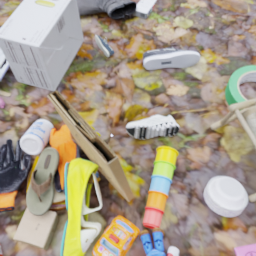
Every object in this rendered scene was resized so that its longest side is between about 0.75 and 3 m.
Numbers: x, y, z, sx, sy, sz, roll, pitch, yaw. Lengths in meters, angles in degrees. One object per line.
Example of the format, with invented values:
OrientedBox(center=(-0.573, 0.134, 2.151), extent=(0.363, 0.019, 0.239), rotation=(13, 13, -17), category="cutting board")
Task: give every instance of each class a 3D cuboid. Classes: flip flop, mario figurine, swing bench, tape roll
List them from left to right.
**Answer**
OrientedBox(center=(-2.306, 1.392, 7.525), extent=(0.748, 0.531, 1.844), rotation=(9, 72, 7), category="flip flop")
OrientedBox(center=(0.723, 3.514, 7.118), extent=(0.889, 1.036, 1.678), rotation=(24, 42, -33), category="mario figurine")
OrientedBox(center=(4.654, -1.231, 9.992), extent=(2.241, 0.539, 2.241), rotation=(0, 58, 0), category="tape roll")
OrientedBox(center=(4.297, 0.353, 8.030), extent=(2.621, 1.700, 2.607), rotation=(-21, 73, -12), category="swing bench")

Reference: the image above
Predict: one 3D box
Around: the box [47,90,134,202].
OrientedBox(center=(-0.860, 0.626, 7.331), extent=(0.315, 2.958, 2.418), rotation=(-38, 62, -14), category="box")

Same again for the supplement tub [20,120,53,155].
OrientedBox(center=(-2.816, 0.280, 8.725), extent=(0.717, 0.717, 1.087), rotation=(5, 30, 3), category="supplement tub")

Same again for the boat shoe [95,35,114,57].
OrientedBox(center=(-0.962, -3.367, 11.370), extent=(0.360, 0.436, 1.165), rotation=(-29, 64, -15), category="boat shoe")

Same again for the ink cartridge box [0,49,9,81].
OrientedBox(center=(-5.195, -2.605, 10.602), extent=(2.043, 0.415, 2.039), rotation=(23, 79, 14), category="ink cartridge box")

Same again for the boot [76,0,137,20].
OrientedBox(center=(-1.177, -5.253, 12.104), extent=(2.814, 0.982, 1.853), rotation=(-29, 55, -15), category="boot")

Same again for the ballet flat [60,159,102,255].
OrientedBox(center=(-1.153, 2.231, 7.104), extent=(0.965, 0.962, 2.879), rotation=(1, 84, 4), category="ballet flat")

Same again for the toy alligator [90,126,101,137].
OrientedBox(center=(-1.090, 0.374, 8.993), extent=(0.421, 0.386, 1.421), rotation=(-47, 71, 8), category="toy alligator")

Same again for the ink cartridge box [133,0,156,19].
OrientedBox(center=(0.796, -5.513, 12.770), extent=(0.672, 0.310, 1.233), rotation=(23, 60, 15), category="ink cartridge box")

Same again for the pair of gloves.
OrientedBox(center=(-2.703, 1.129, 8.198), extent=(2.717, 0.336, 2.421), rotation=(-15, 52, -1), category="pair of gloves")

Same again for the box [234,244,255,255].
OrientedBox(center=(4.016, 3.604, 6.000), extent=(2.654, 1.283, 2.334), rotation=(-19, 57, 17), category="box")

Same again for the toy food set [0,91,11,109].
OrientedBox(center=(-4.917, -0.734, 9.840), extent=(1.061, 0.263, 1.669), rotation=(17, 60, 10), category="toy food set")

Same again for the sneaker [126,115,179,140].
OrientedBox(center=(0.766, -0.068, 9.248), extent=(1.767, 0.664, 0.716), rotation=(-2, 48, -13), category="sneaker")

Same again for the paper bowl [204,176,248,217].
OrientedBox(center=(2.771, 1.852, 7.868), extent=(1.160, 0.603, 1.160), rotation=(6, 41, -5), category="paper bowl")

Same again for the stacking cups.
OrientedBox(center=(0.872, 1.682, 8.077), extent=(0.703, 0.703, 2.324), rotation=(15, 61, 9), category="stacking cups")

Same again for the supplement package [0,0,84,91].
OrientedBox(center=(-3.023, -3.258, 10.226), extent=(1.593, 2.238, 2.874), rotation=(15, 60, 9), category="supplement package")

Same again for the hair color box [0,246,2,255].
OrientedBox(center=(-3.762, 3.358, 7.316), extent=(0.819, 0.262, 0.454), rotation=(-22, 61, -12), category="hair color box")

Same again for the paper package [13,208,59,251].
OrientedBox(center=(-2.454, 2.700, 7.587), extent=(0.902, 0.490, 0.947), rotation=(13, 60, 8), category="paper package")

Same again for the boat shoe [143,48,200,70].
OrientedBox(center=(1.653, -2.767, 10.852), extent=(2.181, 0.782, 0.739), rotation=(-7, 60, 4), category="boat shoe")

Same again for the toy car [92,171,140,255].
OrientedBox(center=(-0.839, 2.298, 7.582), extent=(1.371, 0.930, 2.795), rotation=(-32, 64, -19), category="toy car")

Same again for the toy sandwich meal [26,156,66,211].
OrientedBox(center=(-2.184, 1.495, 8.237), extent=(1.872, 0.641, 1.872), rotation=(0, 58, 0), category="toy sandwich meal")
